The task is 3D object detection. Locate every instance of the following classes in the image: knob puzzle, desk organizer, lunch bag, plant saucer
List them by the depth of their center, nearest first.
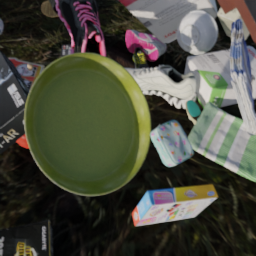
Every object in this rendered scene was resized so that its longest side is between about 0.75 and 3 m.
[{"bbox_3d":[-0.665,-0.072,5.195,2.575,2.575,0.400,-42,20,-31],"label":"plant saucer"},{"bbox_3d":[0.798,0.286,5.264,0.655,0.315,0.817,-23,82,-32],"label":"lunch bag"},{"bbox_3d":[2.660,-2.586,6.326,0.557,0.598,1.553,-39,102,-23],"label":"desk organizer"},{"bbox_3d":[-4.269,-1.953,9.909,2.571,0.357,2.571,12,42,-11],"label":"knob puzzle"}]

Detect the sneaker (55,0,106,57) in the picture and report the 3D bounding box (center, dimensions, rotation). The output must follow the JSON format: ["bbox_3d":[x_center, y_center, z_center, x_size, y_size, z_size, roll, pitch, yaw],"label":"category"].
[{"bbox_3d":[-0.928,-2.253,6.280,0.992,2.511,1.198,-15,9,-25],"label":"sneaker"}]

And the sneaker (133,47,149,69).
[{"bbox_3d":[0.460,-2.640,10.914,0.500,0.568,1.343,-14,49,-11],"label":"sneaker"}]

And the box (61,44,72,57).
[{"bbox_3d":[-1.866,-2.623,10.970,1.485,0.453,1.874,-5,48,-4],"label":"box"}]

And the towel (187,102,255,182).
[{"bbox_3d":[3.109,0.403,8.044,2.523,0.295,1.925,29,55,10],"label":"towel"}]

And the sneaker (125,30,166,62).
[{"bbox_3d":[0.724,-3.433,11.532,0.930,0.858,2.109,-25,52,-34],"label":"sneaker"}]

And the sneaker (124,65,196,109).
[{"bbox_3d":[0.952,-1.688,9.648,2.967,1.202,1.115,18,52,17],"label":"sneaker"}]

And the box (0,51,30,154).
[{"bbox_3d":[-2.765,-0.393,5.456,1.729,0.470,2.158,-39,53,-2],"label":"box"}]

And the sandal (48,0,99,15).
[{"bbox_3d":[-1.776,-3.556,8.044,2.238,0.841,0.536,25,77,41],"label":"sandal"}]

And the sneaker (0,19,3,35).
[{"bbox_3d":[-2.777,-1.433,4.909,1.289,0.843,2.243,36,30,4],"label":"sneaker"}]

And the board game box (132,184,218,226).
[{"bbox_3d":[0.794,1.369,4.936,1.249,0.956,0.252,-1,53,-20],"label":"board game box"}]

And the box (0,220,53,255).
[{"bbox_3d":[-2.299,2.951,5.947,1.357,0.419,1.700,-9,49,-6],"label":"box"}]

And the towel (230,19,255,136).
[{"bbox_3d":[2.702,-1.225,6.478,0.290,1.790,2.437,-10,40,29],"label":"towel"}]

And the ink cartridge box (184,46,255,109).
[{"bbox_3d":[3.516,-1.793,9.798,2.536,1.065,1.845,-12,49,-11],"label":"ink cartridge box"}]

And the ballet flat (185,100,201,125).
[{"bbox_3d":[2.148,-0.259,8.805,0.474,0.474,1.364,-15,58,-14],"label":"ballet flat"}]

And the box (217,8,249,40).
[{"bbox_3d":[3.331,-3.286,8.657,0.688,1.449,0.563,37,100,29],"label":"box"}]

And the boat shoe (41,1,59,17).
[{"bbox_3d":[-3.254,-5.762,13.725,2.170,0.781,0.738,14,16,25],"label":"boat shoe"}]

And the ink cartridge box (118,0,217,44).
[{"bbox_3d":[1.181,-4.223,8.762,2.140,2.922,1.209,-19,62,34],"label":"ink cartridge box"}]

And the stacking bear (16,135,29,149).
[{"bbox_3d":[-2.548,-0.420,8.478,1.469,1.376,2.420,14,54,12],"label":"stacking bear"}]

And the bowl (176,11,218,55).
[{"bbox_3d":[1.945,-2.788,8.372,1.301,1.301,0.585,29,39,24],"label":"bowl"}]
